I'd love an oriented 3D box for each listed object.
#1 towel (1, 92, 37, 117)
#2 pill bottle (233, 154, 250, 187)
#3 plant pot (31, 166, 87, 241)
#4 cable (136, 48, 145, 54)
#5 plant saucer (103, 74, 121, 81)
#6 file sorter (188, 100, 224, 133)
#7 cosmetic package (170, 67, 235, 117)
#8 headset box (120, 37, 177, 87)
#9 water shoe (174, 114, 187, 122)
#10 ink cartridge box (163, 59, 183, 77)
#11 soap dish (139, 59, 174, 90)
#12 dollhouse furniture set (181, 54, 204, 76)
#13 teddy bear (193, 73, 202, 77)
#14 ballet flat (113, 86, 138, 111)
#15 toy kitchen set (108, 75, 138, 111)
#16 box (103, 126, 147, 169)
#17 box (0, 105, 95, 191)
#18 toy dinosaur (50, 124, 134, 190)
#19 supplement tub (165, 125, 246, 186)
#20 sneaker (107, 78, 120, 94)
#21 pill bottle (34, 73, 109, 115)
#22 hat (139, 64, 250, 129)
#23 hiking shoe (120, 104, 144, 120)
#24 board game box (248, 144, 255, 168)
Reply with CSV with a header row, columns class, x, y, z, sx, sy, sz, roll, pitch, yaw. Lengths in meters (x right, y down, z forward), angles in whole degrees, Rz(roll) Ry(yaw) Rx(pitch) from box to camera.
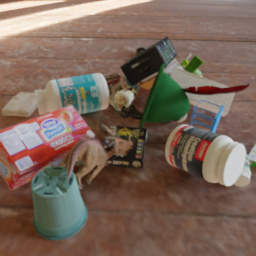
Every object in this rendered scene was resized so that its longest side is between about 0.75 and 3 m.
class,x,y,z,sx,sy,sz,roll,pitch,yaw
towel,-4.473,-1.058,12.055,1.193,0.310,1.800,3,35,6
pill bottle,3.395,1.253,8.506,0.576,0.576,1.019,8,37,12
plant pot,-1.777,1.802,7.041,1.408,1.379,1.408,1,35,0
cable,1.355,-4.303,16.775,2.426,0.611,1.178,15,53,40
plant saucer,-0.947,-2.255,12.669,1.283,0.206,1.283,-10,13,2
file sorter,2.583,-0.107,9.650,0.864,1.409,0.978,23,41,19
cosmetic package,2.863,-1.448,11.362,2.631,0.666,1.086,23,82,6
headset box,0.898,-2.847,11.972,1.846,0.984,2.121,-25,15,31
water shoe,1.474,-0.832,11.205,0.869,0.787,2.202,8,19,-28
ink cartridge box,1.992,-2.260,12.133,0.840,1.162,0.492,-38,1,-11
soap dish,1.363,-2.776,13.369,1.943,0.789,1.529,-25,44,16
dollhouse furniture set,2.922,-2.754,12.196,0.925,0.714,1.851,44,23,8
teddy bear,2.963,-1.940,12.861,1.828,0.842,2.521,23,42,28
ballet flat,-0.055,-1.333,11.541,0.683,0.808,2.137,-30,14,21
toy kitchen set,-0.131,-1.460,12.353,1.633,0.962,1.308,-34,43,-11
box,-0.104,0.611,9.492,1.390,0.423,1.724,4,37,7
box,-2.504,0.504,8.323,2.661,1.270,1.326,-28,77,-44
toy dinosaur,-0.997,0.651,7.718,1.089,1.719,2.537,42,13,17
supplement tub,2.220,0.771,8.244,1.386,1.386,1.975,-29,33,-35
sneaker,-1.033,-2.027,13.231,0.851,0.577,1.474,18,37,21
pill bottle,-2.267,-1.258,11.283,2.755,1.526,1.526,-13,37,-17
hat,1.926,-0.677,9.473,2.539,2.389,2.884,20,4,0
hiking shoe,0.218,-0.576,9.789,0.992,0.499,0.376,8,-7,-8
board game box,4.460,0.961,9.243,0.824,0.217,1.077,24,42,31
